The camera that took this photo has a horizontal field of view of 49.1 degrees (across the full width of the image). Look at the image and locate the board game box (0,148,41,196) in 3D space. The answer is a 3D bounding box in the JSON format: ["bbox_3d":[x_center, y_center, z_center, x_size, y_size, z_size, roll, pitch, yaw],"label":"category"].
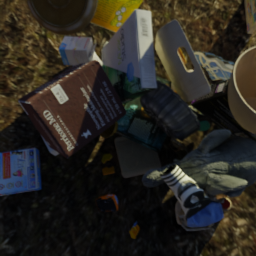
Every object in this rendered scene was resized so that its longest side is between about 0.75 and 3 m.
[{"bbox_3d":[-3.500,1.396,8.910,1.298,0.371,1.326,-8,73,-2],"label":"board game box"}]

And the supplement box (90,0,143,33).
[{"bbox_3d":[-0.264,-4.568,8.345,1.552,2.834,1.542,11,51,-32],"label":"supplement box"}]

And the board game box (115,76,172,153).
[{"bbox_3d":[0.780,-0.600,9.415,1.683,0.350,2.488,25,69,9],"label":"board game box"}]

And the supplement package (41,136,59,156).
[{"bbox_3d":[-2.394,0.101,9.067,0.786,0.789,1.344,-28,78,-8],"label":"supplement package"}]

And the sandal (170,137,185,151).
[{"bbox_3d":[1.346,0.498,7.796,0.421,1.029,0.281,28,86,16],"label":"sandal"}]

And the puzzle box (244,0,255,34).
[{"bbox_3d":[4.673,-4.518,10.379,0.212,1.112,1.671,2,72,1],"label":"puzzle box"}]

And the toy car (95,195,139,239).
[{"bbox_3d":[-0.309,2.669,8.601,1.550,0.760,0.516,56,36,-2],"label":"toy car"}]

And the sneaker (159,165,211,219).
[{"bbox_3d":[1.437,1.531,7.137,0.756,2.004,1.153,-34,57,-3],"label":"sneaker"}]

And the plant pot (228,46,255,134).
[{"bbox_3d":[2.763,-0.548,5.549,1.822,1.223,1.822,1,64,-2],"label":"plant pot"}]

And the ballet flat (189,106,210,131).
[{"bbox_3d":[2.075,-0.344,8.628,0.626,1.842,0.630,-16,73,29],"label":"ballet flat"}]

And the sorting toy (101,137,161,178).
[{"bbox_3d":[0.019,0.915,9.038,1.835,0.246,1.367,-11,65,-6],"label":"sorting toy"}]

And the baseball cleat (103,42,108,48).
[{"bbox_3d":[-0.473,-3.009,10.242,1.144,0.399,0.609,-37,83,-14],"label":"baseball cleat"}]

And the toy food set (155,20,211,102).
[{"bbox_3d":[1.561,-1.761,7.900,0.817,2.706,1.942,-26,91,5],"label":"toy food set"}]

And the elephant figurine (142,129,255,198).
[{"bbox_3d":[2.272,1.051,7.490,2.062,2.914,2.260,39,113,39],"label":"elephant figurine"}]

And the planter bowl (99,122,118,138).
[{"bbox_3d":[-0.565,-0.053,8.803,0.805,0.335,0.805,-11,74,42],"label":"planter bowl"}]

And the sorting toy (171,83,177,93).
[{"bbox_3d":[2.136,-1.348,9.501,1.338,0.197,0.989,9,62,1],"label":"sorting toy"}]

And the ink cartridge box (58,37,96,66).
[{"bbox_3d":[-1.645,-2.582,9.484,1.111,0.696,0.714,6,54,10],"label":"ink cartridge box"}]

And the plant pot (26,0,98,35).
[{"bbox_3d":[-1.780,-3.438,7.273,1.975,0.271,1.975,2,113,6],"label":"plant pot"}]

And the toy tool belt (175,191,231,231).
[{"bbox_3d":[2.279,2.402,8.191,1.774,1.090,1.108,-12,76,-2],"label":"toy tool belt"}]

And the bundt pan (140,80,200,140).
[{"bbox_3d":[1.102,-0.429,8.155,0.762,2.030,2.030,-42,77,-3],"label":"bundt pan"}]

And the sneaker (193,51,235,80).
[{"bbox_3d":[2.801,-1.987,9.212,0.725,0.738,1.915,-10,39,-46],"label":"sneaker"}]

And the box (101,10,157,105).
[{"bbox_3d":[-0.100,-1.841,8.362,0.525,2.889,2.085,-2,84,-22],"label":"box"}]

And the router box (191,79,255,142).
[{"bbox_3d":[3.242,-0.400,7.946,2.366,1.765,0.604,34,69,-20],"label":"router box"}]

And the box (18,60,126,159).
[{"bbox_3d":[-1.544,-0.575,7.739,2.086,1.713,1.731,-38,114,-20],"label":"box"}]

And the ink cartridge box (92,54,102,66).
[{"bbox_3d":[-1.469,-2.274,10.024,0.909,0.320,1.523,-31,69,-11],"label":"ink cartridge box"}]
